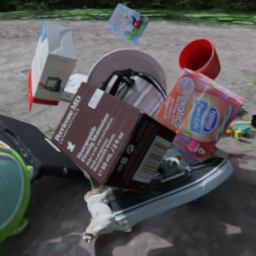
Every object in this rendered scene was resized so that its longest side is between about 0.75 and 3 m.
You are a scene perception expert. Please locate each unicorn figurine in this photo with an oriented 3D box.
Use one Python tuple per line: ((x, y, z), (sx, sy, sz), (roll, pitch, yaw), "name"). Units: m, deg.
((-0.503, 1.967, 6.362), (1.328, 0.714, 1.934), (-14, 15, -19), "unicorn figurine")

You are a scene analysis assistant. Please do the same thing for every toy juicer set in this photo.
((4.001, 0.065, 10.120), (1.157, 0.315, 0.736), (-28, 22, -34), "toy juicer set")

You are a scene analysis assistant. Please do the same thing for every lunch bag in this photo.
((1.279, 0.974, 7.534), (1.838, 1.138, 1.562), (20, 30, 13), "lunch bag")

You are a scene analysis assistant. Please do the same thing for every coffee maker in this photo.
((-0.505, -0.131, 8.065), (2.748, 1.851, 2.640), (-52, 16, -18), "coffee maker")

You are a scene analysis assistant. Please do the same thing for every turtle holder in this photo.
((-3.188, 1.426, 5.247), (2.081, 1.945, 2.739), (29, 73, 12), "turtle holder")

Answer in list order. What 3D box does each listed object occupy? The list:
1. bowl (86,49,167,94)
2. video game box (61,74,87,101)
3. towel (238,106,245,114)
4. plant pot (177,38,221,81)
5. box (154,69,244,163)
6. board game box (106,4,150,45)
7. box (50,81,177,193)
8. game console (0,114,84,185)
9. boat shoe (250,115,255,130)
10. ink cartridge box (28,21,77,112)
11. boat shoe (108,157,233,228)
((-0.163, -1.409, 9.781), (2.836, 2.836, 1.275), (-7, 26, -12), "bowl")
((-2.203, -1.866, 13.269), (2.370, 0.555, 2.159), (16, 30, 27), "video game box")
((4.333, -0.832, 11.767), (0.782, 0.220, 0.914), (-21, 35, -38), "towel")
((2.348, -2.036, 8.884), (1.208, 1.208, 1.069), (31, 3, 43), "plant pot")
((1.859, -0.406, 7.035), (1.412, 1.531, 2.984), (36, 18, 14), "box")
((-0.022, -3.514, 9.480), (1.223, 0.925, 0.224), (31, 5, 12), "board game box")
((-0.263, 0.177, 5.100), (1.582, 1.313, 1.299), (30, 3, 37), "box")
((-3.188, 0.987, 7.628), (2.976, 1.732, 2.618), (35, 5, 33), "game console")
((3.217, -0.048, 6.491), (0.355, 0.315, 0.950), (-22, 32, -5), "boat shoe")
((-2.059, -1.459, 7.306), (0.716, 2.128, 1.236), (6, 52, -29), "ink cartridge box")
((0.888, 1.086, 5.834), (2.729, 0.968, 0.984), (-22, -7, -12), "boat shoe")
